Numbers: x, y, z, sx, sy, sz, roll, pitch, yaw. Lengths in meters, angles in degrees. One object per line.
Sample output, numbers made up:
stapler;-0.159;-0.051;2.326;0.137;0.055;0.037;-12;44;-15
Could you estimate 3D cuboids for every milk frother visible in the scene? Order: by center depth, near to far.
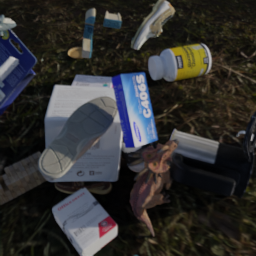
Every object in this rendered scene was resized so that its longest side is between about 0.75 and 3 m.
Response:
milk frother;2.478;0.527;8.310;2.461;2.616;2.361;15;1;14

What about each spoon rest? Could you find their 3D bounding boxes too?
spoon rest;4.532;0.404;10.303;1.020;0.309;0.507;28;51;27

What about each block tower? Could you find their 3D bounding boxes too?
block tower;-3.744;1.749;8.614;2.632;0.761;0.711;-28;51;-24

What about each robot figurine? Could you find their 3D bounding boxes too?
robot figurine;0.285;0.649;9.130;1.008;1.616;1.214;-24;17;-13

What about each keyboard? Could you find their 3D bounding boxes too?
keyboard;-3.915;-1.127;7.810;0.119;0.628;2.232;45;93;0

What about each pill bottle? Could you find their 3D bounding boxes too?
pill bottle;2.343;-2.963;12.956;2.624;1.470;1.470;-13;46;-13

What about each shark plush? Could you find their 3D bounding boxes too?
shark plush;-3.555;-2.669;7.660;0.467;0.428;1.028;-5;47;43

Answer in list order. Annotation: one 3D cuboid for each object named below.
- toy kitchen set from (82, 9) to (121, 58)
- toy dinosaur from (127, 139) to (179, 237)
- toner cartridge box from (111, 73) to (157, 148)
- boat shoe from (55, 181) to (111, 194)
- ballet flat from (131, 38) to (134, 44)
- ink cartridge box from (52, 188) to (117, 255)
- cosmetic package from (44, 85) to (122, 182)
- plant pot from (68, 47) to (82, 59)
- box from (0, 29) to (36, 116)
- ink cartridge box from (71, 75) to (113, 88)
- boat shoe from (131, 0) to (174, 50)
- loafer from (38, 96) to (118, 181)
toy kitchen set;-0.981;-3.300;10.065;1.215;1.517;0.894;5;58;-12
toy dinosaur;0.529;1.542;7.548;1.182;1.867;2.755;14;87;17
toner cartridge box;0.158;-0.413;6.373;0.768;1.618;0.349;-15;5;-40
boat shoe;-1.421;1.662;8.747;1.790;0.644;0.646;5;44;5
ballet flat;0.237;-2.924;9.597;0.282;0.282;0.761;8;16;8
ink cartridge box;-1.209;2.608;7.759;1.130;0.649;1.556;-30;51;-27
cosmetic package;-1.363;0.094;8.780;2.114;2.102;2.527;2;29;-8
plant pot;-2.643;-3.972;14.956;1.115;0.153;1.115;0;43;0
box;-3.989;-1.583;8.564;1.673;2.762;0.448;48;17;7
ink cartridge box;-1.676;-1.189;11.748;1.748;0.615;2.929;5;41;5
boat shoe;0.710;-2.886;8.000;0.566;0.618;1.654;34;91;-3
loafer;-1.187;0.223;6.721;0.894;0.782;2.486;38;63;4
